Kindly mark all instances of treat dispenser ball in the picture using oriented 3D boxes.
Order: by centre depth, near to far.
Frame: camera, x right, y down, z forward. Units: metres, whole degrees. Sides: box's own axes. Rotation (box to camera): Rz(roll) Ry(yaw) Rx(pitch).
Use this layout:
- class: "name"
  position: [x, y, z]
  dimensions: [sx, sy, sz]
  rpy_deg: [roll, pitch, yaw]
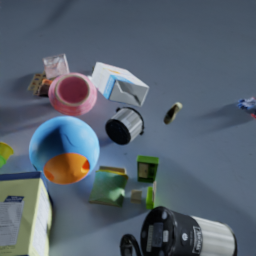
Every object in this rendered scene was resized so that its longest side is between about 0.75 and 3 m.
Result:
- class: "treat dispenser ball"
  position: [-2.346, 0.832, 10.383]
  dimensions: [2.502, 2.502, 2.502]
  rpy_deg: [0, 44, 0]

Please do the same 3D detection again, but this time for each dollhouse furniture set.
- class: "dollhouse furniture set"
  position: [-0.181, 1.909, 10.140]
  dimensions: [2.418, 1.213, 1.584]
  rpy_deg: [6, 44, 6]

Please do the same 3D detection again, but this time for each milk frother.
- class: "milk frother"
  position: [1.322, 3.556, 8.236]
  dimensions: [2.397, 2.549, 2.300]
  rpy_deg: [23, 78, -27]

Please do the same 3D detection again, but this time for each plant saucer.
- class: "plant saucer"
  position: [-2.701, -1.724, 13.651]
  dimensions: [2.309, 0.585, 2.309]
  rpy_deg: [3, 69, -8]

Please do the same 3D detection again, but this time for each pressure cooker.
- class: "pressure cooker"
  position: [-0.056, -0.135, 12.110]
  dimensions: [1.380, 1.359, 1.545]
  rpy_deg: [9, 39, 38]

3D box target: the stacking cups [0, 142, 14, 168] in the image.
- class: "stacking cups"
  position: [-5.390, 1.795, 10.673]
  dimensions: [0.811, 0.811, 2.679]
  rpy_deg: [10, 49, 10]

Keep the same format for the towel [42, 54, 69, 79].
- class: "towel"
  position: [-3.215, -2.736, 12.481]
  dimensions: [1.027, 0.981, 0.165]
  rpy_deg: [-18, 45, -18]

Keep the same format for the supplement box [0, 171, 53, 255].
- class: "supplement box"
  position: [-3.968, 3.106, 8.362]
  dimensions: [2.906, 1.951, 2.903]
  rpy_deg: [-3, 44, -4]

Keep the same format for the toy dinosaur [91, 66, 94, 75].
- class: "toy dinosaur"
  position: [-1.949, -3.320, 16.294]
  dimensions: [0.375, 0.202, 0.852]
  rpy_deg: [-10, 43, 11]

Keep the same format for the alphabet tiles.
- class: "alphabet tiles"
  position: [-4.390, -2.534, 15.564]
  dimensions: [1.953, 0.074, 2.347]
  rpy_deg: [1, 44, 2]

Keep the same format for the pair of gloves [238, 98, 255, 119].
- class: "pair of gloves"
  position: [6.292, -1.031, 13.939]
  dimensions: [1.252, 0.177, 1.557]
  rpy_deg: [-25, 50, -24]

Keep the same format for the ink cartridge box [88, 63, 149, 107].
- class: "ink cartridge box"
  position: [-0.462, -1.706, 10.367]
  dimensions: [1.382, 0.814, 2.401]
  rpy_deg: [9, 23, -32]

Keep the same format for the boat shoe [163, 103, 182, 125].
- class: "boat shoe"
  position: [1.297, -0.435, 8.525]
  dimensions: [0.261, 0.832, 0.305]
  rpy_deg: [-7, 46, -47]

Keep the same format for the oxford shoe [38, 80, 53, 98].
- class: "oxford shoe"
  position: [-3.262, -1.535, 14.123]
  dimensions: [2.742, 0.978, 1.000]
  rpy_deg: [19, 74, 17]
